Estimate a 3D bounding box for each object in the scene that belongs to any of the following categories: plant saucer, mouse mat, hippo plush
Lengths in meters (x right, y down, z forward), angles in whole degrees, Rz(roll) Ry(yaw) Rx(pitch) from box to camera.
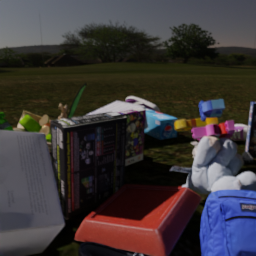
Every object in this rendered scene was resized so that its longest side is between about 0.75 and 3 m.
[{"bbox_3d":[0.208,1.547,5.257,1.859,0.341,1.855,-4,14,32],"label":"plant saucer"},{"bbox_3d":[-1.873,-0.110,8.507,0.098,2.612,2.102,23,11,-9],"label":"mouse mat"},{"bbox_3d":[2.055,1.032,6.025,1.843,1.468,1.482,-4,15,-18],"label":"hippo plush"}]

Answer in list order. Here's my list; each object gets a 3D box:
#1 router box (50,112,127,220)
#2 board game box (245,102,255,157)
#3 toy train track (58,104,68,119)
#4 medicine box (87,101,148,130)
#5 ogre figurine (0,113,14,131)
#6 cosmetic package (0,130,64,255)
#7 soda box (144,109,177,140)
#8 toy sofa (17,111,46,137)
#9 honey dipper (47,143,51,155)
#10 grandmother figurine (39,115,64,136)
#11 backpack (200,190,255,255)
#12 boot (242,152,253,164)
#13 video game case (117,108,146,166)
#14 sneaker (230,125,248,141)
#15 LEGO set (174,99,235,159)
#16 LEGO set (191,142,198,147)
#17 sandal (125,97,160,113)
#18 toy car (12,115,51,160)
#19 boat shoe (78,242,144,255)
[{"bbox_3d":[-0.824,0.738,6.045,1.515,2.021,0.628,-11,21,-38],"label":"router box"},{"bbox_3d":[4.488,0.084,8.973,1.211,1.788,0.309,2,15,10],"label":"board game box"},{"bbox_3d":[-2.674,-0.406,11.762,0.235,1.447,0.830,-1,45,14],"label":"toy train track"},{"bbox_3d":[-0.452,-0.274,11.261,1.688,0.954,1.853,-28,28,-33],"label":"medicine box"},{"bbox_3d":[-2.731,0.499,5.622,0.854,1.044,1.742,-42,17,13],"label":"ogre figurine"},{"bbox_3d":[-2.002,0.932,4.022,1.661,1.021,1.656,6,45,-35],"label":"cosmetic package"},{"bbox_3d":[0.996,-0.238,12.086,0.866,0.819,2.553,-8,18,-28],"label":"soda box"},{"bbox_3d":[-3.619,0.222,10.514,0.957,1.127,2.310,21,5,-26],"label":"toy sofa"},{"bbox_3d":[-1.845,1.066,5.872,0.292,1.538,0.292,8,-1,0],"label":"honey dipper"},{"bbox_3d":[-2.222,0.170,10.050,0.607,1.215,2.004,-11,-15,31],"label":"grandmother figurine"},{"bbox_3d":[1.682,1.554,3.964,1.202,1.241,1.479,8,37,6],"label":"backpack"},{"bbox_3d":[3.417,0.943,8.802,0.782,0.257,0.645,-4,13,2],"label":"boot"},{"bbox_3d":[-0.120,0.334,8.250,1.523,1.680,0.301,-14,24,-43],"label":"video game case"},{"bbox_3d":[3.762,0.303,10.649,1.738,0.630,0.991,0,18,33],"label":"sneaker"},{"bbox_3d":[1.956,0.074,7.867,1.218,1.132,2.969,-6,-20,6],"label":"LEGO set"},{"bbox_3d":[2.763,0.664,10.139,0.843,0.207,0.630,-11,30,-30],"label":"LEGO set"},{"bbox_3d":[0.642,-1.160,15.789,2.646,1.077,0.650,18,64,48],"label":"sandal"},{"bbox_3d":[-2.846,0.524,7.285,1.506,1.446,1.833,-50,31,-15],"label":"toy car"},{"bbox_3d":[0.124,2.042,3.760,1.945,0.659,0.698,9,17,31],"label":"boat shoe"}]
